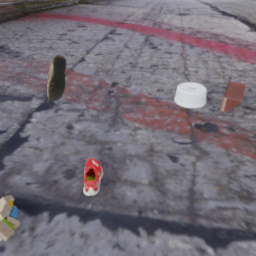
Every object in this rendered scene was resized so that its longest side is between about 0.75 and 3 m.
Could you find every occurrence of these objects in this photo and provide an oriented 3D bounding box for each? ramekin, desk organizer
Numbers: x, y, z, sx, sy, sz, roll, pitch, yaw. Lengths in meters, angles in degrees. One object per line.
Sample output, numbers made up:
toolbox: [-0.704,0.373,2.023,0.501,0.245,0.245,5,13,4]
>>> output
ramekin: [2.755,-1.461,12.295,1.383,0.674,1.383,0,32,0]
desk organizer: [4.541,-1.339,12.090,0.755,0.703,1.961,15,35,19]

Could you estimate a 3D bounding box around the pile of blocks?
pile of blocks: [-2.980,2.232,6.709,0.449,0.593,1.445,-46,24,8]

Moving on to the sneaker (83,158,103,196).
sneaker: [-1.001,1.270,7.975,0.542,0.598,1.408,-3,32,-5]

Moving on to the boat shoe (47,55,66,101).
boat shoe: [-2.575,-1.762,10.014,0.614,1.622,0.599,11,0,-32]
